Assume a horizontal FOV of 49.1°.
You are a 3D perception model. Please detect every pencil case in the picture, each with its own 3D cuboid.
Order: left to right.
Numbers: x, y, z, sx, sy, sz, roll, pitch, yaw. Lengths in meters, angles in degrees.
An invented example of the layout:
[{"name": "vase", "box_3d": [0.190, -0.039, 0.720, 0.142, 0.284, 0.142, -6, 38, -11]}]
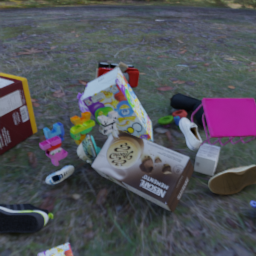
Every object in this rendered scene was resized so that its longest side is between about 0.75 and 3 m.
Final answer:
[{"name": "pencil case", "box_3d": [-1.131, -1.047, 11.975, 0.944, 0.927, 2.209, 40, 23, 32]}]

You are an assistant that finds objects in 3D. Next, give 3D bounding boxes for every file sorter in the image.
[{"name": "file sorter", "box_3d": [3.307, -0.139, 9.572, 1.915, 1.201, 1.331, -2, 67, -14]}]

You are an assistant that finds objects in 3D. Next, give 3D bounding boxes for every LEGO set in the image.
[{"name": "LEGO set", "box_3d": [-1.599, 0.307, 8.853, 2.654, 1.089, 1.012, -27, 36, -33]}]

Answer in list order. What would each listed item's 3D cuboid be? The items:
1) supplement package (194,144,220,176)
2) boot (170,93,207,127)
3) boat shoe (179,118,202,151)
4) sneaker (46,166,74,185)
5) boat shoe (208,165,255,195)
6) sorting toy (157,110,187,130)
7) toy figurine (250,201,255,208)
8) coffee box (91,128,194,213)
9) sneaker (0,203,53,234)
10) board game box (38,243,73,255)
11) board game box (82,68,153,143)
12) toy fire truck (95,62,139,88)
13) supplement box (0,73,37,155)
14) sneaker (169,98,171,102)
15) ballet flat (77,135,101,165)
[{"name": "supplement package", "box_3d": [2.699, 1.065, 9.562, 0.648, 0.653, 0.861, 14, 33, 22]}, {"name": "boot", "box_3d": [2.762, -0.848, 12.525, 1.899, 0.863, 2.260, 16, 27, 18]}, {"name": "boat shoe", "box_3d": [1.973, 0.082, 8.723, 0.474, 0.467, 1.337, 16, 38, -19]}, {"name": "sneaker", "box_3d": [-2.113, 1.520, 8.921, 0.375, 0.372, 1.036, -3, 18, 45]}, {"name": "boat shoe", "box_3d": [3.301, 1.605, 8.786, 1.903, 0.686, 0.618, -15, -3, -15]}, {"name": "sorting toy", "box_3d": [1.980, -0.257, 12.026, 1.369, 0.562, 0.823, -25, 22, -16]}, {"name": "toy figurine", "box_3d": [3.996, 2.044, 7.672, 1.159, 1.021, 1.935, 9, 31, 25]}, {"name": "coffee box", "box_3d": [0.432, 1.197, 8.277, 2.572, 1.026, 1.454, 22, 71, 29]}, {"name": "sneaker", "box_3d": [-3.006, 2.400, 7.552, 1.949, 0.699, 0.807, 7, 7, 9]}, {"name": "board game box", "box_3d": [-1.353, 3.269, 5.799, 0.715, 0.728, 1.388, -13, 34, -21]}, {"name": "board game box", "box_3d": [-0.294, -0.542, 10.023, 1.367, 2.607, 1.343, -25, 30, 16]}, {"name": "toy fire truck", "box_3d": [-0.268, -2.108, 11.172, 1.708, 1.249, 1.941, 0, 22, -21]}, {"name": "supplement box", "box_3d": [-5.026, -0.469, 10.428, 1.603, 2.381, 2.414, 15, 34, 24]}, {"name": "sneaker", "box_3d": [2.483, -1.326, 14.023, 0.830, 0.292, 0.313, 23, 19, 27]}, {"name": "ballet flat", "box_3d": [-1.278, 0.808, 9.084, 0.775, 2.088, 0.775, -1, 70, 4]}]
